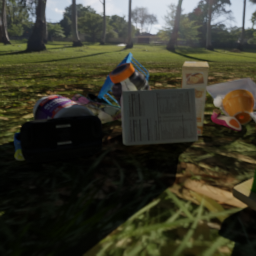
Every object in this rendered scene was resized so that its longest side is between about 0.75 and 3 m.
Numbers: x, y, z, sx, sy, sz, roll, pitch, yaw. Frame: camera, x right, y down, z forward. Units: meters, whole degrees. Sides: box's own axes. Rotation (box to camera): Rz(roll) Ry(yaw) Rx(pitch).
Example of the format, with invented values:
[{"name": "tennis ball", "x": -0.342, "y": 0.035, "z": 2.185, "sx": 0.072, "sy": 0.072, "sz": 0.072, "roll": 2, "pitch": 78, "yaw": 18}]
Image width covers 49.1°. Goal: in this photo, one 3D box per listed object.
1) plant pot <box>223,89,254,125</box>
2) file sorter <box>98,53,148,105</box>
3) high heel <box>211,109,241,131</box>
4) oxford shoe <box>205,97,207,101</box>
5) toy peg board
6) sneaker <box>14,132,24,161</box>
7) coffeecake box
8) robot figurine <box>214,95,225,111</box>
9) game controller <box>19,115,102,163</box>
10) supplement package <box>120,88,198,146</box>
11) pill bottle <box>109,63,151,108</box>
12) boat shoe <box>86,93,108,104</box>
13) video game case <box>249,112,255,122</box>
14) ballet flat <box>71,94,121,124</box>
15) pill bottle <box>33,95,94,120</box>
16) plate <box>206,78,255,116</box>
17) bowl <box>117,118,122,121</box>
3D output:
[{"name": "plant pot", "x": 4.896, "y": -0.825, "z": 12.277, "sx": 1.297, "sy": 1.297, "sz": 1.188, "roll": 3, "pitch": 44, "yaw": 8}, {"name": "file sorter", "x": -0.086, "y": -2.064, "z": 13.187, "sx": 1.555, "sy": 1.759, "sz": 2.535, "roll": 40, "pitch": 27, "yaw": -17}, {"name": "high heel", "x": 4.076, "y": -0.165, "z": 11.688, "sx": 0.492, "sy": 0.700, "sz": 1.460, "roll": -37, "pitch": 52, "yaw": -20}, {"name": "oxford shoe", "x": 4.513, "y": -1.774, "z": 16.783, "sx": 0.395, "sy": 0.372, "sz": 1.057, "roll": 8, "pitch": 19, "yaw": 17}, {"name": "toy peg board", "x": 3.885, "y": 1.181, "z": 5.738, "sx": 2.302, "sy": 1.131, "sz": 2.312, "roll": -12, "pitch": 27, "yaw": -33}, {"name": "sneaker", "x": -3.317, "y": 0.429, "z": 9.048, "sx": 0.575, "sy": 0.797, "sz": 1.518, "roll": -4, "pitch": 18, "yaw": -11}, {"name": "coffeecake box", "x": 2.616, "y": -1.249, "z": 11.299, "sx": 0.958, "sy": 2.622, "sz": 2.013, "roll": 5, "pitch": 18, "yaw": 12}, {"name": "robot figurine", "x": 4.442, "y": -1.190, "z": 13.295, "sx": 0.905, "sy": 0.767, "sz": 0.511, "roll": 9, "pitch": -25, "yaw": -28}, {"name": "game controller", "x": -1.968, "y": 0.322, "z": 8.530, "sx": 2.465, "sy": 1.286, "sz": 0.519, "roll": -6, "pitch": 9, "yaw": -20}, {"name": "supplement package", "x": 0.911, "y": -0.325, "z": 9.128, "sx": 2.204, "sy": 1.661, "sz": 1.673, "roll": -3, "pitch": -1, "yaw": -4}, {"name": "pill bottle", "x": 0.262, "y": -1.151, "z": 10.673, "sx": 1.371, "sy": 2.580, "sz": 1.371, "roll": -23, "pitch": 30, "yaw": 14}, {"name": "boat shoe", "x": -1.506, "y": -1.335, "z": 14.589, "sx": 0.941, "sy": 0.835, "sz": 2.517, "roll": -9, "pitch": 20, "yaw": -28}, {"name": "video game case", "x": 5.534, "y": -0.311, "z": 11.593, "sx": 0.919, "sy": 0.107, "sz": 0.836, "roll": -7, "pitch": 59, "yaw": -38}, {"name": "ballet flat", "x": -1.378, "y": -0.696, "z": 12.065, "sx": 2.544, "sy": 0.879, "sz": 0.905, "roll": 19, "pitch": 64, "yaw": 12}, {"name": "pill bottle", "x": -2.424, "y": -0.296, "z": 10.018, "sx": 1.586, "sy": 1.586, "sz": 2.846, "roll": -11, "pitch": 21, "yaw": -32}, {"name": "plate", "x": 5.649, "y": -1.544, "z": 14.405, "sx": 2.615, "sy": 0.423, "sz": 2.609, "roll": -12, "pitch": 42, "yaw": -5}, {"name": "bowl", "x": -0.290, "y": -0.644, "z": 12.989, "sx": 0.995, "sy": 0.371, "sz": 0.994, "roll": -14, "pitch": 34, "yaw": -36}]
